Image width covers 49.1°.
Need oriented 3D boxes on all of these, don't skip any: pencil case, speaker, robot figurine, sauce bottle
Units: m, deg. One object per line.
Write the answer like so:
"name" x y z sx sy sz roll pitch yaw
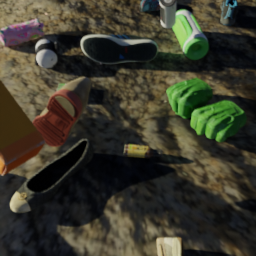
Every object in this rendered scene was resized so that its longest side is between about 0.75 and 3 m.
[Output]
"pencil case" -4.271 -3.838 11.282 1.767 0.773 0.773 -24 54 -19
"speaker" 1.338 -3.878 9.321 0.538 1.324 0.538 -1 81 8
"robot figurine" -3.014 -2.751 10.369 0.768 0.925 1.231 4 46 -24
"speaker" 2.385 -3.698 11.006 1.017 1.017 2.300 -6 50 -5
"sauce bottle" 0.416 0.659 7.719 1.045 0.338 0.338 5 50 2

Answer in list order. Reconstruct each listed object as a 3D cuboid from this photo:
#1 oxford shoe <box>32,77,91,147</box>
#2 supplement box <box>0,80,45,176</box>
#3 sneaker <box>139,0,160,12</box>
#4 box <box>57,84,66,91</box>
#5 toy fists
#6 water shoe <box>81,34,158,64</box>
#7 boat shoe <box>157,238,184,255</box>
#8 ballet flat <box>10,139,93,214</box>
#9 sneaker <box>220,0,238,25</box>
"oxford shoe" -1.312 -0.252 5.724 0.768 2.180 0.815 43 51 -11
"supplement box" -1.716 -0.267 3.343 0.542 0.560 1.628 -34 88 -36
"sneaker" 1.214 -5.783 13.051 1.560 0.619 0.745 -35 60 -26
"box" -1.879 -1.170 9.384 1.022 0.186 0.737 4 50 1
"toy fists" 2.185 -0.551 8.423 1.300 0.877 2.551 -20 50 -26
"water shoe" -0.325 -3.019 10.606 2.846 1.018 1.123 5 31 -4
"boat shoe" 0.764 3.098 5.445 0.617 0.685 1.898 -3 48 13
"ballet flat" -1.906 1.124 7.060 0.831 0.710 2.500 33 57 25
"sneaker" 4.663 -5.527 12.638 0.806 0.902 2.202 9 49 8
